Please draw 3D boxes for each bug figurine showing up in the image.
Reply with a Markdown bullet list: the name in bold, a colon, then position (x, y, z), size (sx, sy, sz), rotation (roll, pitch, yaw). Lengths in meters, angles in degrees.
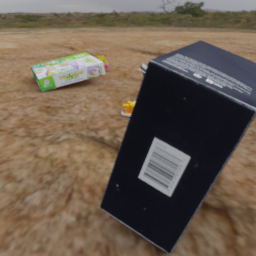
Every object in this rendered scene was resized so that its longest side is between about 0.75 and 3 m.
- **bug figurine**: position (-1.921, -3.520, 15.700), size (1.638, 0.543, 2.112), rotation (-12, 31, -11)

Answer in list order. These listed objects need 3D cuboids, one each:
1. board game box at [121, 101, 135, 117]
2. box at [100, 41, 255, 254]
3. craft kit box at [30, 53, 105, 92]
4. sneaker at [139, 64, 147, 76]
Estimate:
- **board game box**: position (1.625, -0.897, 10.016), size (2.926, 0.379, 2.927), rotation (9, 25, 20)
- **box**: position (0.959, 0.145, 4.626), size (1.359, 2.611, 2.377), rotation (29, 31, 17)
- **craft kit box**: position (-2.949, -2.744, 13.326), size (2.935, 0.721, 2.972), rotation (-17, 28, -19)
- **sneaker**: position (0.956, -2.563, 13.465), size (1.035, 0.411, 0.406), rotation (44, 29, -7)
